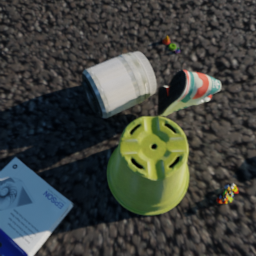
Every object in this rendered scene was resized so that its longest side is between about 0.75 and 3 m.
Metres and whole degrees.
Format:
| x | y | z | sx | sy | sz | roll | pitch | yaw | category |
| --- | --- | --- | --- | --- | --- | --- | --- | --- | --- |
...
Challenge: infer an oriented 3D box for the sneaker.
| x | y | z | sx | sy | sz | roll | pitch | yaw | category |
| --- | --- | --- | --- | --- | --- | --- | --- | --- | --- |
| 1.784 | -0.944 | 8.666 | 1.346 | 2.879 | 1.014 | 4 | 80 | -8 | sneaker |

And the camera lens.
| x | y | z | sx | sy | sz | roll | pitch | yaw | category |
| --- | --- | --- | --- | --- | --- | --- | --- | --- | --- |
| -0.373 | -1.490 | 9.759 | 2.229 | 1.783 | 1.783 | -25 | 67 | -12 | camera lens |

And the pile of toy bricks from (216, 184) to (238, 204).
| x | y | z | sx | sy | sz | roll | pitch | yaw | category |
| --- | --- | --- | --- | --- | --- | --- | --- | --- | --- |
| 3.146 | 2.176 | 8.809 | 0.400 | 0.449 | 0.810 | 52 | 54 | -8 | pile of toy bricks |

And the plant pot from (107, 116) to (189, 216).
| x | y | z | sx | sy | sz | roll | pitch | yaw | category |
| --- | --- | --- | --- | --- | --- | --- | --- | --- | --- |
| 0.639 | 0.978 | 8.176 | 2.709 | 2.491 | 2.709 | 0 | 65 | 0 | plant pot |

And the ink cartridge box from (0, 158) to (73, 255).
| x | y | z | sx | sy | sz | roll | pitch | yaw | category |
| --- | --- | --- | --- | --- | --- | --- | --- | --- | --- |
| -3.435 | 2.574 | 8.490 | 2.531 | 0.515 | 2.536 | 33 | 68 | 15 | ink cartridge box |

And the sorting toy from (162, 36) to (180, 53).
| x | y | z | sx | sy | sz | roll | pitch | yaw | category |
| --- | --- | --- | --- | --- | --- | --- | --- | --- | --- |
| 1.798 | -3.475 | 11.554 | 0.326 | 0.324 | 0.941 | -35 | 68 | -16 | sorting toy |
